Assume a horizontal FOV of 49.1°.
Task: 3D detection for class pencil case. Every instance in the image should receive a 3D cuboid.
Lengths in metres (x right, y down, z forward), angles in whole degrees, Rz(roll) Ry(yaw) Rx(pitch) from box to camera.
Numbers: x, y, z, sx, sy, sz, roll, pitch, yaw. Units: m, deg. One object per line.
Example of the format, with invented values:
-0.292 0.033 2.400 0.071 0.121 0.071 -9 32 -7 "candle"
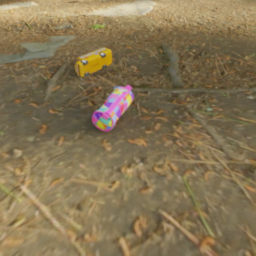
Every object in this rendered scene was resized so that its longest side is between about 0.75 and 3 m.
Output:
-0.575 -0.844 11.325 1.030 1.030 2.330 13 40 16 "pencil case"

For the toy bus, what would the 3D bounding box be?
-1.926 -3.620 15.348 0.949 0.789 2.424 30 47 33 "toy bus"
